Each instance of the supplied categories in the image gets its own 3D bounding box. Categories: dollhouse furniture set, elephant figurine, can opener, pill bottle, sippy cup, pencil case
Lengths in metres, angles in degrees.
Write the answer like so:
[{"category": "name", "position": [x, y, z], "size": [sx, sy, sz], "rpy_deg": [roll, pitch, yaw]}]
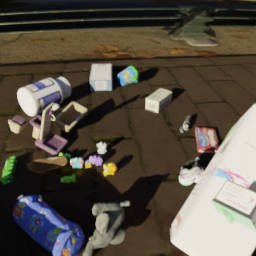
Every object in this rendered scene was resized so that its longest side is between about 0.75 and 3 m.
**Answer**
[{"category": "dollhouse furniture set", "position": [-2.537, -0.739, 9.714], "size": [1.928, 1.727, 2.433], "rpy_deg": [28, 40, 5]}, {"category": "elephant figurine", "position": [-0.485, 2.339, 6.391], "size": [0.848, 0.930, 1.198], "rpy_deg": [12, 30, -4]}, {"category": "can opener", "position": [2.221, -0.164, 10.757], "size": [0.348, 0.276, 1.048], "rpy_deg": [-13, 20, 32]}, {"category": "pill bottle", "position": [-3.474, -1.413, 11.888], "size": [1.211, 1.211, 2.023], "rpy_deg": [23, 39, 32]}, {"category": "sippy cup", "position": [-0.056, -2.552, 14.116], "size": [0.840, 1.146, 0.900], "rpy_deg": [-29, 82, -22]}, {"category": "pencil case", "position": [-1.863, 2.246, 6.501], "size": [1.901, 0.742, 0.826], "rpy_deg": [24, 75, 31]}]

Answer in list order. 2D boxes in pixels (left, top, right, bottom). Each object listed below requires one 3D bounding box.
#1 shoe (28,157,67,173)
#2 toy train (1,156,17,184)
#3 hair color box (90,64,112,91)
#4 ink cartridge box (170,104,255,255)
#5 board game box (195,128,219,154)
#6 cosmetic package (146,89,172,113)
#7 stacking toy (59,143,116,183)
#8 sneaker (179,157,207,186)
[{"category": "shoe", "position": [-2.487, 1.143, 8.731], "size": [1.167, 0.408, 0.311], "rpy_deg": [-8, -5, -11]}, {"category": "toy train", "position": [-3.645, 1.275, 8.575], "size": [0.330, 0.244, 1.171], "rpy_deg": [-16, 33, -4]}, {"category": "hair color box", "position": [-1.367, -2.605, 14.311], "size": [1.043, 0.639, 2.108], "rpy_deg": [-2, 33, -3]}, {"category": "ink cartridge box", "position": [2.086, 1.228, 5.588], "size": [1.200, 2.070, 2.858], "rpy_deg": [32, 84, 14]}, {"category": "board game box", "position": [2.807, 0.430, 9.991], "size": [0.723, 0.137, 1.405], "rpy_deg": [5, 33, 5]}, {"category": "cosmetic package", "position": [1.335, -1.192, 12.171], "size": [0.641, 0.541, 1.240], "rpy_deg": [20, 38, 30]}, {"category": "stacking toy", "position": [-1.317, 1.060, 8.763], "size": [1.667, 0.392, 1.257], "rpy_deg": [-9, 33, -13]}, {"category": "sneaker", "position": [2.052, 1.176, 8.140], "size": [1.177, 0.823, 0.458], "rpy_deg": [-13, 30, -20]}]
